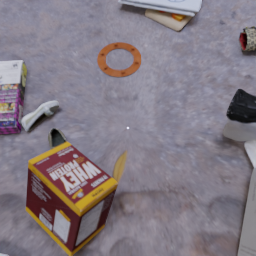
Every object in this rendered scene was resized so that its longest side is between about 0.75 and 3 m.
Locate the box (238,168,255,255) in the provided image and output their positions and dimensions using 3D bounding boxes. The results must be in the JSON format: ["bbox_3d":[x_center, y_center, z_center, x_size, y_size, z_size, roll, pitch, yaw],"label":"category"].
[{"bbox_3d":[3.301,1.978,4.912,1.774,2.701,2.715,14,75,10],"label":"box"}]

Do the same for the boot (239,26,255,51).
[{"bbox_3d":[4.418,-3.234,9.035,1.524,0.728,2.018,1,62,3],"label":"boot"}]

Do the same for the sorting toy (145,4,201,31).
[{"bbox_3d":[1.586,-4.181,9.768,1.445,0.285,1.561,32,67,16],"label":"sorting toy"}]

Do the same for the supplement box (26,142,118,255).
[{"bbox_3d":[-1.239,1.443,5.860,1.519,1.540,1.023,35,39,23],"label":"supplement box"}]

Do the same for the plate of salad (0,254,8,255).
[{"bbox_3d":[-2.954,3.946,5.297,2.898,0.696,2.898,0,63,0],"label":"plate of salad"}]

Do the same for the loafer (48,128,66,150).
[{"bbox_3d":[-1.727,0.648,7.094,0.574,0.532,1.527,-23,66,-12],"label":"loafer"}]

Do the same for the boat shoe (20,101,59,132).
[{"bbox_3d":[-2.377,-0.338,7.708,1.150,0.424,0.369,-33,73,-12],"label":"boat shoe"}]

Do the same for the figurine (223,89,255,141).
[{"bbox_3d":[3.156,-0.009,6.540,1.633,1.673,0.720,25,73,23],"label":"figurine"}]

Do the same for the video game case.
[{"bbox_3d":[-4.265,-0.848,7.926,2.534,0.454,2.297,-5,63,-3],"label":"video game case"}]

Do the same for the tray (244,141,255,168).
[{"bbox_3d":[4.541,0.834,7.131,2.904,0.322,1.559,-10,64,-5],"label":"tray"}]

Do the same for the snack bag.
[{"bbox_3d":[1.387,-5.141,10.137,2.774,0.315,2.942,14,56,12],"label":"snack bag"}]

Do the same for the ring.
[{"bbox_3d":[-0.275,-2.198,8.822,1.403,0.135,1.403,0,63,0],"label":"ring"}]
